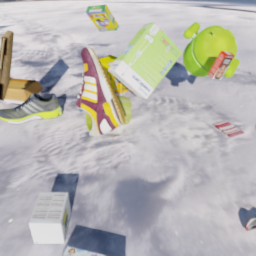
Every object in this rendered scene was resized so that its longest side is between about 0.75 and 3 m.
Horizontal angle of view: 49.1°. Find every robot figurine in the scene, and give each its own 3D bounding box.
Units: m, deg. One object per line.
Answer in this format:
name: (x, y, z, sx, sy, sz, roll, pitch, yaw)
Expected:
robot figurine: (2.834, -2.640, 9.905, 1.491, 2.262, 2.578, -46, 3, -2)

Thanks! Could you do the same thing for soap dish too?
soap dish: (-5.348, -1.831, 13.568, 1.896, 0.770, 1.491, 7, 32, 13)

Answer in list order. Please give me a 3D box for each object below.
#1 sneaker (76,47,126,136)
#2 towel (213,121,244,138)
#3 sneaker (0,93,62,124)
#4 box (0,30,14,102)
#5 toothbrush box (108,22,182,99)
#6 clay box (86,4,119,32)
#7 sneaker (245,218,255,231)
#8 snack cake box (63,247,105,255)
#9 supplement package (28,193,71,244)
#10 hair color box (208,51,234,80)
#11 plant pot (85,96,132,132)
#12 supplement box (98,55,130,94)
sneaker: (-1.122, -1.125, 8.392, 1.254, 1.043, 2.784, -25, 72, 6)
towel: (3.998, 0.022, 11.191, 0.734, 0.116, 1.019, -13, 34, -22)
sneaker: (-4.146, -0.905, 11.787, 2.603, 1.054, 0.962, -12, 33, -18)
box: (-4.316, -2.271, 9.890, 0.271, 2.082, 2.547, 6, 20, -22)
toothbrush box: (0.603, -2.383, 10.045, 2.161, 1.573, 0.930, -53, 23, -2)
clay box: (-0.696, -3.054, 7.955, 0.591, 1.028, 0.245, 4, 75, 22)
sneaker: (3.289, 2.442, 7.079, 0.754, 0.304, 0.281, -12, 36, -20)
snack cake box: (-0.794, 3.086, 5.877, 1.363, 0.458, 0.784, 8, 34, 12)
supplement package: (-1.906, 2.231, 6.980, 0.749, 0.755, 0.994, 0, 32, 0)
hair color box: (2.635, -1.771, 7.961, 0.393, 0.773, 0.237, -3, 42, -33)
plant pot: (-0.758, -0.678, 11.121, 1.584, 1.723, 1.723, 1, 30, -22)
supplement box: (-0.663, -2.872, 14.776, 1.268, 1.276, 2.329, -25, 39, -33)
